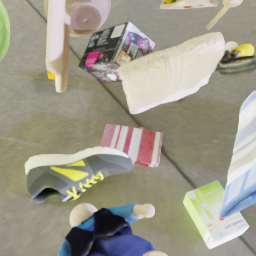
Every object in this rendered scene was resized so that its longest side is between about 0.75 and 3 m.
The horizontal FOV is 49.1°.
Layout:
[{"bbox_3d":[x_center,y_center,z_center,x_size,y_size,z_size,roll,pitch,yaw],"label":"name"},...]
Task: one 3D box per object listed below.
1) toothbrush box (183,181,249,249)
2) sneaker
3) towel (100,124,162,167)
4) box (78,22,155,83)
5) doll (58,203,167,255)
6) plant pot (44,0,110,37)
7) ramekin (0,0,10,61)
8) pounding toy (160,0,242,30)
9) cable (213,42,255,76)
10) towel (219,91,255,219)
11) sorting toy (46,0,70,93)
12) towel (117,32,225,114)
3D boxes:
[{"bbox_3d":[1.992,1.987,6.515,0.897,0.531,1.232,-17,54,-13],"label":"toothbrush box"},{"bbox_3d":[-1.215,1.249,6.950,2.730,1.017,1.155,-8,57,5],"label":"sneaker"},{"bbox_3d":[0.077,0.473,7.992,1.697,0.193,1.223,9,49,5],"label":"towel"},{"bbox_3d":[-0.305,-1.777,6.865,1.616,0.927,1.068,11,76,52],"label":"box"},{"bbox_3d":[-0.259,1.362,3.325,1.461,2.142,0.519,-35,104,-19],"label":"doll"},{"bbox_3d":[-1.290,-3.179,7.717,1.852,1.852,0.855,-16,59,-13],"label":"plant pot"},{"bbox_3d":[-3.777,-2.343,6.439,0.934,1.913,1.913,11,51,21],"label":"ramekin"},{"bbox_3d":[1.369,-2.604,5.924,0.995,0.999,1.741,-15,24,-36],"label":"pounding toy"},{"bbox_3d":[2.142,-1.591,6.302,1.404,0.727,2.891,-3,12,21],"label":"cable"},{"bbox_3d":[2.370,-0.057,4.769,0.348,2.146,2.921,29,50,3],"label":"towel"},{"bbox_3d":[-1.506,-1.949,5.888,0.418,2.293,2.122,2,88,-9],"label":"sorting toy"},{"bbox_3d":[0.820,-0.982,6.053,1.907,2.878,0.496,-20,81,2],"label":"towel"}]
